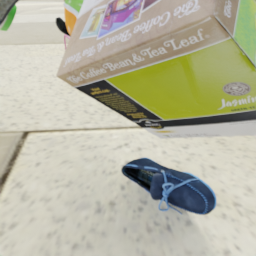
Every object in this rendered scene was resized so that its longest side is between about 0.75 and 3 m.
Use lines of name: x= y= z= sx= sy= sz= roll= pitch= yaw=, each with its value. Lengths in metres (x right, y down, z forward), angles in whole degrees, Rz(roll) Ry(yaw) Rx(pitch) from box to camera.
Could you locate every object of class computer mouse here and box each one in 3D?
computer mouse: x=-1.764 y=-2.946 z=9.209 sx=0.306 sy=1.798 sz=0.527 roll=-44 pitch=50 yaw=7

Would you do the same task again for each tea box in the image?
tea box: x=0.862 y=-1.093 z=4.155 sx=2.624 sy=1.753 sz=2.582 roll=-4 pitch=-25 yaw=46

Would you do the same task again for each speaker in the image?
speaker: x=-4.316 y=-3.569 z=7.645 sx=2.265 sy=1.002 sz=1.002 roll=21 pitch=13 yaw=-38

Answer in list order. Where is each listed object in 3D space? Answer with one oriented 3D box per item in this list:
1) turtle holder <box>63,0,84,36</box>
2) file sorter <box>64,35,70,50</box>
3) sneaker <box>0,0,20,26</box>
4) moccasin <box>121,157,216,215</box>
turtle holder: x=-0.441 y=-2.918 z=7.532 sx=2.046 sy=1.912 sz=2.693 roll=32 pitch=33 yaw=27
file sorter: x=-1.335 y=-3.343 z=12.568 sx=2.758 sy=1.730 sz=1.917 roll=-12 pitch=32 yaw=-21
sneaker: x=-3.529 y=-3.465 z=7.196 sx=2.801 sy=1.065 sz=2.024 roll=-38 pitch=43 yaw=1
moccasin: x=0.672 y=1.200 z=5.505 sx=0.714 sy=0.843 sz=2.094 roll=-8 pitch=14 yaw=-41
